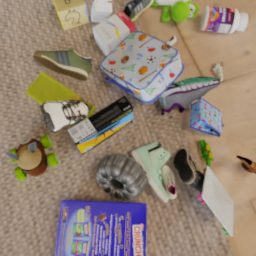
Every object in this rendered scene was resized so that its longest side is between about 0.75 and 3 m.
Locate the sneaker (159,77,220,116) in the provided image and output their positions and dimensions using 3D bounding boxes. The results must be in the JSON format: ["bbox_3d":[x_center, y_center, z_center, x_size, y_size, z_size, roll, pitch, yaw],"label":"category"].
[{"bbox_3d":[2.355,-1.268,10.920,2.676,0.996,1.171,-13,113,-17],"label":"sneaker"}]

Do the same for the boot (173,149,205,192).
[{"bbox_3d":[2.321,1.591,9.806,1.337,1.776,0.650,38,107,-20],"label":"boot"}]

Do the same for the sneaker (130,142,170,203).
[{"bbox_3d":[1.133,1.474,9.869,1.261,0.787,2.138,-29,73,-8],"label":"sneaker"}]

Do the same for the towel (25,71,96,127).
[{"bbox_3d":[-2.683,-1.105,11.035,2.769,0.250,1.192,34,74,11],"label":"towel"}]

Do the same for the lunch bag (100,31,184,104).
[{"bbox_3d":[0.406,-2.278,10.470,2.340,1.104,2.921,-48,50,-5],"label":"lunch bag"}]

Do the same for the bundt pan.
[{"bbox_3d":[-0.287,1.707,9.185,1.822,1.822,0.684,26,44,8],"label":"bundt pan"}]

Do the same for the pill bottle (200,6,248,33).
[{"bbox_3d":[4.033,-4.531,11.798,1.760,0.980,0.980,7,72,2],"label":"pill bottle"}]

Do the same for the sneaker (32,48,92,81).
[{"bbox_3d":[-2.543,-2.781,11.345,2.358,0.791,1.058,22,70,3],"label":"sneaker"}]

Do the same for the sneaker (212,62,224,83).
[{"bbox_3d":[3.648,-2.238,11.404,0.446,0.336,0.954,-1,71,12],"label":"sneaker"}]

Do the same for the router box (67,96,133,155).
[{"bbox_3d":[-0.899,-0.044,9.911,2.268,1.692,0.579,-33,75,-10],"label":"router box"}]

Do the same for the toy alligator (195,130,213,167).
[{"bbox_3d":[2.859,0.742,10.341,0.394,0.431,1.452,-1,68,-33],"label":"toy alligator"}]

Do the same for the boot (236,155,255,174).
[{"bbox_3d":[4.068,1.261,9.572,1.242,1.169,0.425,27,98,-29],"label":"boot"}]

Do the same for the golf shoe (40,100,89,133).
[{"bbox_3d":[-1.946,-0.538,8.936,1.181,2.499,0.972,-18,99,6],"label":"golf shoe"}]

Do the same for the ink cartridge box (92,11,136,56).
[{"bbox_3d":[-0.544,-3.784,11.481,1.467,1.066,1.061,-34,73,-10],"label":"ink cartridge box"}]

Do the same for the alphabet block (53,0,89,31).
[{"bbox_3d":[-2.446,-5.081,11.889,1.200,1.172,1.178,-21,71,-6],"label":"alphabet block"}]

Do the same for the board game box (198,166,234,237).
[{"bbox_3d":[2.859,2.323,9.031,0.217,1.680,1.679,-31,101,31],"label":"board game box"}]

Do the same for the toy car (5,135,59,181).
[{"bbox_3d":[-3.426,0.869,9.537,1.495,1.820,1.436,-24,73,-8],"label":"toy car"}]

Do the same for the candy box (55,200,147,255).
[{"bbox_3d":[-0.808,3.612,9.013,2.788,1.074,2.357,2,70,2],"label":"candy box"}]

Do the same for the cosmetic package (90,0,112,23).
[{"bbox_3d":[-1.123,-4.804,11.544,0.716,1.408,0.521,-3,96,-12],"label":"cosmetic package"}]

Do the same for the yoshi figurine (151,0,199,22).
[{"bbox_3d":[1.706,-5.380,11.947,2.645,1.486,1.481,29,89,7],"label":"yoshi figurine"}]

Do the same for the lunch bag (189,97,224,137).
[{"bbox_3d":[3.015,-0.337,10.366,1.370,0.645,1.032,22,57,-17],"label":"lunch bag"}]

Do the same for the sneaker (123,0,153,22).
[{"bbox_3d":[0.364,-5.058,11.502,0.687,1.860,0.753,52,43,5],"label":"sneaker"}]

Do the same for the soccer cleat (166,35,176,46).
[{"bbox_3d":[1.623,-3.411,11.627,0.960,0.372,0.333,-51,58,3],"label":"soccer cleat"}]

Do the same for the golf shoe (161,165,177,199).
[{"bbox_3d":[1.472,1.879,9.878,0.458,0.557,1.217,-14,70,-4],"label":"golf shoe"}]
